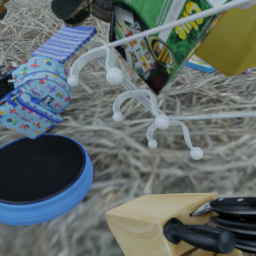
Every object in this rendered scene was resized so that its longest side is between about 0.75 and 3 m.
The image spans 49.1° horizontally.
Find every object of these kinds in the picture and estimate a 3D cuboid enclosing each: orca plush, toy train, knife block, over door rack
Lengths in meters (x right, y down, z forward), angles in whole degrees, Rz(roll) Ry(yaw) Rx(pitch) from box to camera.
[{"bbox_3d":[-2.418,-0.425,7.619,0.645,0.954,1.814,-19,35,37],"label":"orca plush"},{"bbox_3d":[4.203,-3.183,11.077,2.227,0.825,2.965,36,48,24],"label":"toy train"},{"bbox_3d":[0.660,1.276,3.569,0.904,2.479,2.824,-17,38,-24],"label":"knife block"},{"bbox_3d":[0.767,-0.445,3.418,2.676,1.977,0.891,-14,51,39],"label":"over door rack"}]

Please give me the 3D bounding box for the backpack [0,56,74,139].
[{"bbox_3d":[-1.446,-0.512,4.547,1.189,1.085,0.800,-30,51,16],"label":"backpack"}]

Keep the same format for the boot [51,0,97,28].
[{"bbox_3d":[-0.802,-2.648,5.538,1.570,0.567,1.186,-42,9,1],"label":"boot"}]

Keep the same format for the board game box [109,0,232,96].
[{"bbox_3d":[0.315,-1.413,3.932,0.322,2.741,1.436,-38,87,-10],"label":"board game box"}]

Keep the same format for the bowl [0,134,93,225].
[{"bbox_3d":[-1.913,0.918,5.857,2.324,0.456,2.324,0,35,0],"label":"bowl"}]

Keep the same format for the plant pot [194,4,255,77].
[{"bbox_3d":[2.319,-2.469,5.637,2.337,2.390,2.321,-24,53,-27],"label":"plant pot"}]

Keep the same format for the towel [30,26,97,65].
[{"bbox_3d":[-1.720,-2.332,7.600,1.177,0.194,1.626,18,55,27],"label":"towel"}]

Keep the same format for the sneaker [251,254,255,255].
[{"bbox_3d":[2.484,1.603,4.695,0.611,0.656,1.736,17,38,23],"label":"sneaker"}]

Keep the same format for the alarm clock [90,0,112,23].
[{"bbox_3d":[-0.074,-3.567,7.135,2.781,1.876,0.926,17,24,-13],"label":"alarm clock"}]

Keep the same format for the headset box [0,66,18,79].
[{"bbox_3d":[-3.339,-1.155,8.202,1.570,1.167,0.589,8,37,10],"label":"headset box"}]

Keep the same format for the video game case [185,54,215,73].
[{"bbox_3d":[3.246,-2.976,11.641,1.770,0.220,2.473,29,44,35],"label":"video game case"}]

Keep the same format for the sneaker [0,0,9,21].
[{"bbox_3d":[-3.757,-3.287,6.911,2.911,1.283,1.096,-15,31,50],"label":"sneaker"}]
